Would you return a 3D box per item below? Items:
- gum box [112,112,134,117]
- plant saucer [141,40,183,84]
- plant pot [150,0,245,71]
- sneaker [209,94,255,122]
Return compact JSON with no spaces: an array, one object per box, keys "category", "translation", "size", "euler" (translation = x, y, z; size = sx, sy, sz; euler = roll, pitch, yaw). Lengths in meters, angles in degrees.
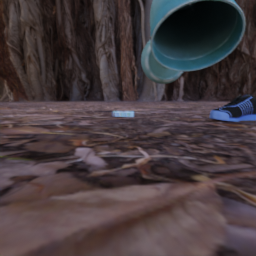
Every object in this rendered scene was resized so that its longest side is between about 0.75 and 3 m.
[{"category":"gum box","translation":[-0.231,-0.635,12.853],"size":[0.974,0.217,0.828],"euler":[0,7,2]},{"category":"plant saucer","translation":[0.917,-1.665,6.838],"size":[1.207,1.207,0.165],"euler":[-2,17,-16]},{"category":"plant pot","translation":[1.147,-2.193,5.277],"size":[1.632,1.534,1.632],"euler":[-4,-30,-2]},{"category":"sneaker","translation":[4.170,-0.781,10.642],"size":[2.594,1.011,0.910],"euler":[-3,8,-27]}]
